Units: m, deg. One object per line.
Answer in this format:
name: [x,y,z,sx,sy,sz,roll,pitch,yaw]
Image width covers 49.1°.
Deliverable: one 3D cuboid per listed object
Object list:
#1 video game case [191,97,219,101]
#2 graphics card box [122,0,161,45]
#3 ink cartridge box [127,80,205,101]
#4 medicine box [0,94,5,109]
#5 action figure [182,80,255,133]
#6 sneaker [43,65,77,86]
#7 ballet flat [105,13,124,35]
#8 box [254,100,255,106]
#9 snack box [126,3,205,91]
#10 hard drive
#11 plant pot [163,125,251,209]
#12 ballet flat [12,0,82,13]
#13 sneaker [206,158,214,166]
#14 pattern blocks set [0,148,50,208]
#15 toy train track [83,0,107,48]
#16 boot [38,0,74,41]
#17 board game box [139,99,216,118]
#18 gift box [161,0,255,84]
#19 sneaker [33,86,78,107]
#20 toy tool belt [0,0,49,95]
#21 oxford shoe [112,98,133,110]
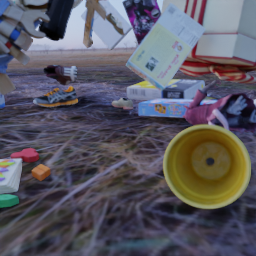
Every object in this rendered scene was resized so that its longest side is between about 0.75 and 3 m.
video game case: [2.778,-1.268,13.078,2.190,0.279,1.979,-11,18,-39]
graphics card box: [0.771,-4.523,11.774,1.343,2.141,0.545,-20,4,15]
ink cartridge box: [1.976,-1.918,13.363,2.932,0.697,2.967,7,25,34]
medicine box: [-6.564,-2.085,11.437,2.429,2.666,1.372,7,18,25]
action figure: [2.321,-0.254,7.795,1.825,1.642,2.452,-39,22,-27]
sneaker: [-2.461,-1.911,9.736,0.999,0.654,1.729,4,-2,-26]
ballet flat: [-0.354,-3.115,8.320,0.787,0.284,0.267,51,41,11]
box: [4.650,-0.451,9.060,1.136,0.746,1.142,6,16,22]
snack box: [0.763,-1.622,5.639,0.901,1.551,0.288,36,-9,-4]
hard drive: [-0.929,-4.456,11.791,1.287,1.951,0.256,-42,-4,18]
plant pot: [1.309,0.583,4.578,1.238,1.238,1.165,6,0,21]
ballet flat: [-2.449,-4.243,9.187,2.923,0.986,0.911,-33,31,-32]
sneaker: [1.824,0.587,5.926,0.579,0.485,1.277,17,27,21]
pattern blocks set: [-2.542,0.871,5.182,2.080,0.192,2.367,-7,17,-23]
toy train track: [-1.123,-3.718,9.197,0.425,2.614,1.499,-31,73,-28]
boot: [-1.554,-3.145,6.763,0.708,2.157,1.778,14,3,-17]
board game box: [2.078,-0.728,10.119,2.819,0.516,2.132,5,11,24]
gift box: [2.626,-2.560,6.903,2.992,2.794,2.761,3,13,-33]
sneaker: [-3.254,-1.395,12.582,2.039,0.788,0.798,-14,22,-38]
toy tool belt: [-2.448,-2.031,5.861,1.512,2.460,1.536,38,1,-27]
oxford shoe: [-0.238,-1.098,12.080,1.230,0.454,0.435,14,20,42]
